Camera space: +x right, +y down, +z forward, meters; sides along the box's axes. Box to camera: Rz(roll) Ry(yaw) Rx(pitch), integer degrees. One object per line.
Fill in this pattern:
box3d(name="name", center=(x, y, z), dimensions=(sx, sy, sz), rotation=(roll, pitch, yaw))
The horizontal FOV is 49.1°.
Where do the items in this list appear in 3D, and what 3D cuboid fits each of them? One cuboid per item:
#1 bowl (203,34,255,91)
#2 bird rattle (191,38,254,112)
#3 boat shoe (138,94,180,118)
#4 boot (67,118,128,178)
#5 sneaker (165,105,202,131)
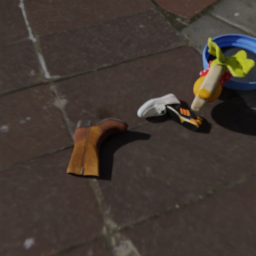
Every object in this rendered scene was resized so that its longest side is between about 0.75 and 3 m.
box3d(name="bowl", center=(4.628, -2.769, 11.775), dimensions=(2.992, 0.587, 2.992), rotation=(0, 56, 0))
box3d(name="bird rattle", center=(2.801, -1.637, 9.736), dimensions=(1.623, 2.881, 2.349), rotation=(33, 77, 3))
box3d(name="boat shoe", center=(1.179, -0.752, 10.318), dimensions=(1.701, 0.626, 0.568), rotation=(-28, 53, -19))
box3d(name="boot", center=(-0.976, 0.646, 9.344), dimensions=(1.907, 0.694, 2.026), rotation=(2, 56, 1))
box3d(name="sneaker", center=(2.036, -0.468, 10.262), dimensions=(1.417, 0.495, 0.637), rotation=(35, 58, 16))
